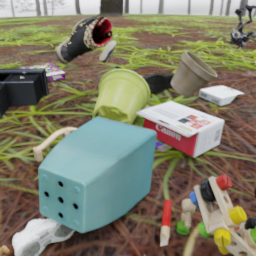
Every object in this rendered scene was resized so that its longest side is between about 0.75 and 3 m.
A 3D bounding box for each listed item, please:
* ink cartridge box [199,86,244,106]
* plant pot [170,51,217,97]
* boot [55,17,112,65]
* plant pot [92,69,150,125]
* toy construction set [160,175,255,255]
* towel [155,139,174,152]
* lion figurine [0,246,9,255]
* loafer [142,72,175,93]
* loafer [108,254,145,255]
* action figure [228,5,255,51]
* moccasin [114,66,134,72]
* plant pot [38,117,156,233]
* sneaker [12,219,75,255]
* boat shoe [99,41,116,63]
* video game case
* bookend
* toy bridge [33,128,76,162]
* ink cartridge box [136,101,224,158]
[{"bbox_3d":[4.577,-1.616,13.759,1.707,0.403,1.366,-13,30,-31],"label":"ink cartridge box"},{"bbox_3d":[1.303,-1.059,5.860,0.834,0.724,0.834,29,28,-17],"label":"plant pot"},{"bbox_3d":[-1.491,-3.847,11.408,2.176,1.057,2.890,-8,39,43],"label":"boot"},{"bbox_3d":[-0.388,-0.827,10.780,2.177,2.177,2.001,6,41,11],"label":"plant pot"},{"bbox_3d":[1.821,2.212,5.491,2.459,2.051,1.889,-11,36,24],"label":"toy construction set"},{"bbox_3d":[1.189,0.577,9.930,0.614,0.097,0.855,-22,35,-34],"label":"towel"},{"bbox_3d":[-3.058,2.766,5.395,2.096,0.760,1.284,4,33,37],"label":"lion figurine"},{"bbox_3d":[1.579,-2.443,14.783,2.676,0.977,0.954,-11,25,-39],"label":"loafer"},{"bbox_3d":[0.368,2.761,5.213,2.065,0.725,0.701,2,28,4],"label":"loafer"},{"bbox_3d":[3.762,-3.154,9.149,0.878,1.478,0.754,-11,37,1],"label":"action figure"},{"bbox_3d":[-0.253,-2.765,15.331,0.996,0.844,2.475,-18,33,-29],"label":"moccasin"},{"bbox_3d":[-0.748,1.082,6.676,1.857,1.858,2.629,14,21,24],"label":"plant pot"},{"bbox_3d":[-1.865,2.250,6.325,1.586,0.618,0.788,-20,31,-34],"label":"sneaker"},{"bbox_3d":[-0.971,-3.777,13.971,0.444,0.383,1.222,31,83,30],"label":"boat shoe"},{"bbox_3d":[-5.199,-3.206,16.584,2.226,0.440,2.456,-16,32,-27],"label":"video game case"},{"bbox_3d":[-5.448,-1.595,12.608,2.977,1.380,2.996,-1,29,-2],"label":"bookend"},{"bbox_3d":[-2.099,0.395,9.571,2.288,0.769,0.311,-20,34,-32],"label":"toy bridge"},{"bbox_3d":[1.719,0.017,9.885,2.079,0.993,2.368,-18,33,-39],"label":"ink cartridge box"}]
